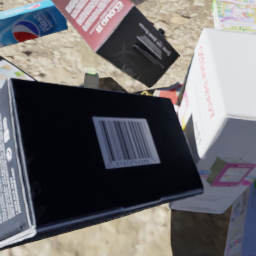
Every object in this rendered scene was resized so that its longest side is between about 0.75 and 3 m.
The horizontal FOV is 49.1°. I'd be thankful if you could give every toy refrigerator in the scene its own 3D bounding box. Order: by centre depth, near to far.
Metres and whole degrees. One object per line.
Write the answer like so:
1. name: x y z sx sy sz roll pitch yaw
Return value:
1. toy refrigerator: -1.181 -1.643 9.019 0.449 0.414 1.183 6 23 -9

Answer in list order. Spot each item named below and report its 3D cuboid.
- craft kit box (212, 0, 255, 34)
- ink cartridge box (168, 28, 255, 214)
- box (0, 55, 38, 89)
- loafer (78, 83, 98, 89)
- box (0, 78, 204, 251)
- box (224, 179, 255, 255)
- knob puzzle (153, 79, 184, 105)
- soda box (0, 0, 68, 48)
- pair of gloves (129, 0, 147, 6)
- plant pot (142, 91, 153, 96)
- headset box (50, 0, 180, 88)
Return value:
1. craft kit box: 4.655 -4.249 11.082 2.435 0.591 2.405 4 59 3
2. ink cartridge box: 1.641 -0.002 5.312 1.253 2.960 2.139 7 50 -6
3. box: -2.541 -0.543 6.467 2.568 1.498 0.772 33 52 15
4. loafer: -0.887 -1.005 8.854 1.778 0.647 0.643 26 55 15
5. box: -0.851 0.733 4.375 2.723 2.677 1.688 1 64 -42
6. box: 3.792 2.417 6.082 2.837 1.372 2.503 17 58 11
7. knob puzzle: 1.937 -0.390 8.051 3.264 0.453 3.264 8 45 -8
8. soda box: -2.766 -2.750 7.403 2.207 0.708 0.749 -17 39 -4
9. pair of gloves: 0.062 -4.529 7.519 2.074 2.440 0.428 -31 40 -26
10. plant pot: 0.451 -0.092 5.678 0.753 0.854 0.854 12 49 -42
11. headset box: -0.298 -2.222 6.074 1.084 2.148 2.890 -46 59 15
